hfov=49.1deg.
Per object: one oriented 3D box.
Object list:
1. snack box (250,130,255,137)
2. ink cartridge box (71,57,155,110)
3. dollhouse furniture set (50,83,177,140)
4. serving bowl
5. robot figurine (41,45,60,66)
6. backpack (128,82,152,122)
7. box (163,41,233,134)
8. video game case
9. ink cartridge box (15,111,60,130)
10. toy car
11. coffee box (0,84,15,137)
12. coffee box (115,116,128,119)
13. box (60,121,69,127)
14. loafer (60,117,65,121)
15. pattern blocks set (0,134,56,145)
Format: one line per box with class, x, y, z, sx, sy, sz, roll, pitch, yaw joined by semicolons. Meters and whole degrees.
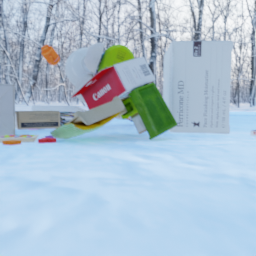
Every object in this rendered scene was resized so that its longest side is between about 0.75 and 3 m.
snack box;4.394;0.192;8.056;0.551;0.186;1.531;-4;6;-43
ink cartridge box;-0.484;-1.130;8.178;1.679;0.802;1.912;-27;-1;-40
dollhouse furniture set;-0.377;0.037;7.583;2.749;1.379;1.801;-26;-1;-38
serving bowl;-1.773;-2.812;12.988;2.186;2.186;0.719;-2;-14;-19
robot figurine;-2.771;-2.573;10.033;0.583;0.473;0.811;20;-24;38
backpack;0.495;-1.326;13.086;1.793;1.883;1.450;-31;-8;30
box;2.275;-1.324;9.910;1.905;2.899;2.914;0;5;2
video game case;-3.244;-0.775;15.317;2.937;0.338;2.676;4;-9;27
ink cartridge box;-3.775;-0.341;11.337;1.599;0.729;1.942;-4;6;-28
toy car;-0.712;-2.056;11.531;2.469;2.821;2.115;18;18;-11
coffee box;-4.622;-0.554;8.769;2.759;1.560;1.101;5;6;45
coffee box;0.639;-1.106;18.835;2.690;1.072;1.538;3;5;31
box;-2.250;-0.155;11.645;1.117;0.280;1.126;-4;7;-24
loafer;-3.818;-0.481;14.820;1.340;0.467;0.504;3;6;37
pattern blocks set;-2.864;0.274;7.303;1.808;0.147;1.590;-2;5;-21
